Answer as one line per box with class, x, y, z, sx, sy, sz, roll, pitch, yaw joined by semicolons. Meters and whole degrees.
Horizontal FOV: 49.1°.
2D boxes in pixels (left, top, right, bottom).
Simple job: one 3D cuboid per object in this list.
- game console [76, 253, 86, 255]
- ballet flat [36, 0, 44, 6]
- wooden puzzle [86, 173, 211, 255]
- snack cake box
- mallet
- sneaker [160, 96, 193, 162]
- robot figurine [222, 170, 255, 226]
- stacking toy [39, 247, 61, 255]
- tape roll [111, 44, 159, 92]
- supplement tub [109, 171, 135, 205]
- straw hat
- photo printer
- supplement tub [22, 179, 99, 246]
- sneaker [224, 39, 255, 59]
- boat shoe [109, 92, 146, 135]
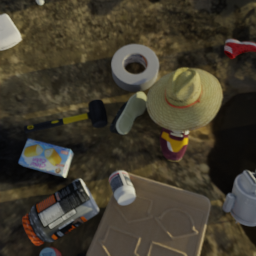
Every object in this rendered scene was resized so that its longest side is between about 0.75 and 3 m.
game console;-0.762;4.668;6.791;2.599;1.538;2.219;26;66;9
ballet flat;-3.570;-5.375;11.226;0.334;0.334;0.961;-7;69;-2
wooden puzzle;0.551;3.007;7.661;2.774;0.693;2.995;14;64;19
snack cake box;-2.568;0.963;8.824;1.450;0.487;0.834;14;70;5
mallet;-1.992;-0.119;9.178;2.721;0.560;0.896;-20;68;-8
sneaker;1.572;-0.203;8.911;0.936;1.125;2.498;9;69;4
robot figurine;3.421;1.999;7.826;1.557;1.836;1.037;-6;35;-2
stacking toy;-2.266;3.932;7.738;0.960;0.448;1.060;39;75;14
tape roll;0.241;-2.128;9.951;1.663;0.549;1.663;0;70;1
supplement tub;-0.169;1.688;7.903;0.590;0.590;0.840;-19;42;-7
straw hat;1.652;-1.199;8.441;2.477;1.048;2.477;-6;60;10
photo printer;-4.720;-3.540;10.518;1.085;0.453;1.304;-31;73;-13
supplement tub;-1.894;2.395;7.928;1.899;1.164;1.164;-30;72;-10
sneaker;4.138;-2.796;10.316;1.211;0.474;0.699;15;78;19
boat shoe;-0.010;-0.479;9.260;0.716;0.635;1.916;48;51;-26
